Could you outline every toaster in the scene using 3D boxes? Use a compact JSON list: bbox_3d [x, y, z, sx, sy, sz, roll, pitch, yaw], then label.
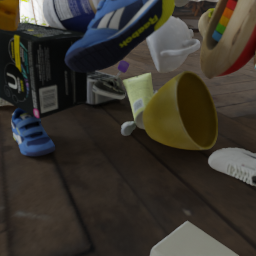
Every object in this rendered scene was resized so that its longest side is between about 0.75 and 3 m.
[{"bbox_3d":[-1.323,-1.557,10.983,1.737,1.031,1.571,-20,30,-37],"label":"toaster"}]

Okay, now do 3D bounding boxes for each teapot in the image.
[{"bbox_3d":[1.004,-1.985,6.407,1.023,1.400,1.382,-19,-13,5],"label":"teapot"}]

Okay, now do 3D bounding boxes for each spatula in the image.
[{"bbox_3d":[-0.311,-1.487,8.111,0.277,0.981,0.101,33,10,8],"label":"spatula"}]

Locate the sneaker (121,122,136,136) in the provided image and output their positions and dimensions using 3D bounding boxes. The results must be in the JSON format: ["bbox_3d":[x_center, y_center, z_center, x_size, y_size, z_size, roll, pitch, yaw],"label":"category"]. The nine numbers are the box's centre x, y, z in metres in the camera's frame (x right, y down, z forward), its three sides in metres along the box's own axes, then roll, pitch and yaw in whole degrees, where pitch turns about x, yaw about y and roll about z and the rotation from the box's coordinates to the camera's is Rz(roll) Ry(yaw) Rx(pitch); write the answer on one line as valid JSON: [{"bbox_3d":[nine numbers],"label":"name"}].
[{"bbox_3d":[-0.057,0.024,8.372,0.309,0.319,0.873,-1,13,23],"label":"sneaker"}]

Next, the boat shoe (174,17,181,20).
[{"bbox_3d":[1.548,-4.365,11.076,1.132,0.383,0.407,26,47,10],"label":"boat shoe"}]

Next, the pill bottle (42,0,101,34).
[{"bbox_3d":[-1.173,-3.482,7.822,1.592,1.592,2.867,-22,22,-40],"label":"pill bottle"}]

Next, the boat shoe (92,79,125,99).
[{"bbox_3d":[-0.357,-0.895,6.348,0.372,0.335,1.052,39,20,27],"label":"boat shoe"}]

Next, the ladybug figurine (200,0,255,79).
[{"bbox_3d":[2.580,-2.373,6.497,1.005,2.793,1.896,13,38,-9],"label":"ladybug figurine"}]

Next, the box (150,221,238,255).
[{"bbox_3d":[1.223,2.015,2.760,2.255,0.927,0.771,29,31,37],"label":"box"}]

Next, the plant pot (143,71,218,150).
[{"bbox_3d":[1.240,-0.304,7.421,1.431,2.016,2.016,-16,9,40],"label":"plant pot"}]

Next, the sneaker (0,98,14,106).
[{"bbox_3d":[-4.634,-1.096,10.353,2.597,0.949,0.920,8,42,27],"label":"sneaker"}]

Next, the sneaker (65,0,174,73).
[{"bbox_3d":[-0.261,-1.839,5.080,2.189,0.809,0.900,-35,70,4],"label":"sneaker"}]

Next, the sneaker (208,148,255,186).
[{"bbox_3d":[2.544,0.892,6.050,1.610,0.615,0.648,8,35,22],"label":"sneaker"}]

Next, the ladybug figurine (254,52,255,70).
[{"bbox_3d":[3.307,-1.698,5.955,0.658,1.241,1.829,49,8,29],"label":"ladybug figurine"}]

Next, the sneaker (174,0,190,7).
[{"bbox_3d":[1.474,-4.870,9.593,1.885,0.695,1.090,-13,68,-57],"label":"sneaker"}]

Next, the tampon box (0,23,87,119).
[{"bbox_3d":[-2.514,-1.658,7.462,2.515,1.885,1.587,22,32,34],"label":"tampon box"}]

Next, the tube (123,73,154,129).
[{"bbox_3d":[0.468,-1.093,9.557,0.846,0.757,2.914,18,33,-20],"label":"tube"}]

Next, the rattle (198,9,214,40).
[{"bbox_3d":[2.745,-2.806,7.866,1.299,1.425,1.995,31,61,-18],"label":"rattle"}]

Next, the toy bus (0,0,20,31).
[{"bbox_3d":[-3.118,-2.175,4.800,2.290,0.897,0.745,14,-22,-17],"label":"toy bus"}]

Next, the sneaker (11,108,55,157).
[{"bbox_3d":[-2.619,0.103,7.455,0.766,0.852,2.071,-16,30,-36],"label":"sneaker"}]

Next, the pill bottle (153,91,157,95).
[{"bbox_3d":[0.828,-1.053,10.320,1.157,0.643,0.643,12,27,25],"label":"pill bottle"}]
